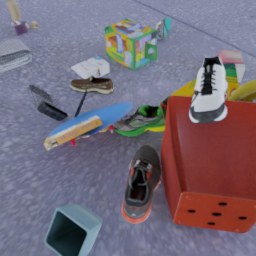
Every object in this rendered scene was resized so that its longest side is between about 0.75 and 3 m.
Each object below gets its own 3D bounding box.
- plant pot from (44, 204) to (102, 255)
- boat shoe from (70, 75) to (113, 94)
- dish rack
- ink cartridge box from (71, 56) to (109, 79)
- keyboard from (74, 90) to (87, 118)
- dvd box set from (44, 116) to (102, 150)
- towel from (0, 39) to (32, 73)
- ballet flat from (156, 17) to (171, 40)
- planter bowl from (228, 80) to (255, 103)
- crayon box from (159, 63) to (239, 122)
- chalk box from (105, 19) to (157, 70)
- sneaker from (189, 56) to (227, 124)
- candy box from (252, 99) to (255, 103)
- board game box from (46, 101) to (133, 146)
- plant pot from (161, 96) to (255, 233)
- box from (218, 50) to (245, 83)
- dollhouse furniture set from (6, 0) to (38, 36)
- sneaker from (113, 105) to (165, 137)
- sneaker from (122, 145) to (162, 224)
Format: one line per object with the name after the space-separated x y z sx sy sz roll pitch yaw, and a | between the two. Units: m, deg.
-1.006 2.075 5.713 0.849 0.847 0.865 28 13 22 | plant pot
-1.258 -1.584 9.670 1.528 0.565 0.564 5 45 5 | boat shoe
-2.485 -0.839 8.595 0.365 1.027 1.340 -39 56 12 | dish rack
-1.394 -2.143 10.337 1.240 0.421 0.714 -31 54 -28 | ink cartridge box
-1.441 -0.698 8.527 0.090 0.553 0.870 23 68 -9 | keyboard
-1.274 0.089 6.520 1.332 0.196 0.975 -26 9 -9 | dvd box set
-4.693 -2.886 10.932 1.532 0.655 1.268 -27 50 -25 | towel
1.513 -4.522 12.681 0.626 0.626 1.740 11 45 11 | ballet flat
3.271 -0.357 6.865 2.726 2.726 1.135 0 46 0 | planter bowl
2.133 -0.507 7.750 2.643 1.678 0.671 -35 28 -29 | crayon box
0.243 -3.153 10.772 2.023 1.263 1.254 34 54 31 | chalk box
1.517 -0.755 5.373 0.687 0.745 1.862 -3 35 22 | sneaker
4.284 -0.904 8.127 1.009 1.730 0.489 -12 57 -11 | candy box
-0.990 0.033 7.681 2.551 0.497 2.015 -12 21 29 | board game box
1.873 0.925 6.028 2.317 2.315 2.042 6 51 6 | plant pot
3.759 -2.286 10.325 0.756 0.644 1.182 4 45 4 | box
-4.997 -5.196 12.774 1.135 1.432 1.017 -36 50 -28 | dollhouse furniture set
0.360 -0.304 7.934 1.882 0.802 0.734 -12 42 29 | sneaker
0.386 1.122 6.683 0.840 0.893 2.181 6 45 6 | sneaker
